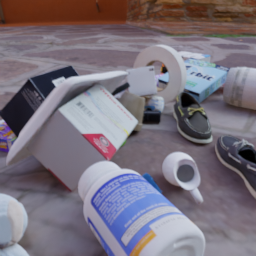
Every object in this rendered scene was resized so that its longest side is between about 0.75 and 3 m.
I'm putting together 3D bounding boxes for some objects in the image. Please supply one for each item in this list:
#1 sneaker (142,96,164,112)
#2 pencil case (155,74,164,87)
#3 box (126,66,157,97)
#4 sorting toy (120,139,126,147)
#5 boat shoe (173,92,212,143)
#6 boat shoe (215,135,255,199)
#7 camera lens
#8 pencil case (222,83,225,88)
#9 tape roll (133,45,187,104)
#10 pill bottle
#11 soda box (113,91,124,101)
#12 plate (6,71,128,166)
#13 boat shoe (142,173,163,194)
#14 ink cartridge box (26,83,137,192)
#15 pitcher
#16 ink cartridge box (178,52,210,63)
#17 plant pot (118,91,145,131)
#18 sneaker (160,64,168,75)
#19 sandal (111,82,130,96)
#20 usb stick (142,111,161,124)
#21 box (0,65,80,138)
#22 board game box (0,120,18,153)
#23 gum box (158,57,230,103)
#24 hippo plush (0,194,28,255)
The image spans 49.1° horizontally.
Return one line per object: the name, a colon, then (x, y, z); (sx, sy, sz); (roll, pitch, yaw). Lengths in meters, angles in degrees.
sneaker: (0.687, -0.893, 10.674); (0.724, 0.730, 2.016); (6, 7, -23)
pencil case: (1.367, -2.170, 13.341); (1.548, 0.662, 0.650); (-10, 69, -21)
box: (0.489, -1.613, 10.063); (0.995, 1.000, 0.653); (-7, 0, 5)
sorting toy: (-0.516, -0.048, 8.748); (1.031, 0.705, 1.716); (2, 25, 9)
boat shoe: (2.106, -0.414, 9.366); (0.977, 0.826, 2.742); (1, 26, -7)
boat shoe: (3.043, 0.726, 6.969); (1.014, 0.875, 2.790); (-4, 26, -6)
camera lens: (4.836, -1.508, 10.839); (1.919, 1.535, 1.535); (15, 30, 28)
pencil case: (4.688, -1.949, 12.911); (0.612, 0.612, 1.399); (3, 25, 7)
tape roll: (1.192, -2.044, 10.961); (2.319, 2.319, 0.424); (20, 31, 36)
pill bottle: (0.037, 1.529, 4.802); (1.311, 1.311, 2.340); (-15, 30, -28)
soda box: (-1.298, -0.836, 10.198); (2.541, 0.869, 0.808); (0, 29, -1)
plate: (-1.534, -0.441, 7.157); (0.466, 2.884, 2.878); (48, 26, 4)
boat shoe: (0.557, 1.301, 5.934); (0.325, 0.265, 0.771); (-26, 52, 9)
ink cartridge box: (-1.012, 0.147, 6.857); (1.511, 1.504, 2.079); (45, 32, -3)
pitcher: (1.260, 1.108, 6.321); (0.762, 1.078, 1.257); (-24, 2, -2)
ink cartridge box: (3.725, -4.002, 16.854); (1.932, 0.809, 1.402); (21, 33, 37)
plant pot: (0.040, -0.584, 9.037); (1.202, 1.043, 1.202); (23, 8, -3)
sneaker: (2.428, -2.782, 14.034); (0.827, 1.064, 2.365); (-15, 30, -28)
sandal: (-1.118, -0.625, 9.160); (2.811, 0.634, 1.056); (-26, 10, -4)
usb stick: (0.324, -0.387, 9.787); (1.663, 0.461, 0.271); (1, 17, 3)
box: (-2.402, -0.782, 8.204); (1.747, 0.999, 1.919); (-33, 5, 33)
board game box: (-3.484, 0.065, 8.861); (1.306, 0.435, 1.943); (9, 27, 18)
gum box: (2.983, -2.217, 12.617); (2.166, 0.568, 2.549); (27, 51, 36)
hippo plush: (-2.588, 1.833, 4.323); (2.390, 1.903, 1.921); (9, -7, -11)
